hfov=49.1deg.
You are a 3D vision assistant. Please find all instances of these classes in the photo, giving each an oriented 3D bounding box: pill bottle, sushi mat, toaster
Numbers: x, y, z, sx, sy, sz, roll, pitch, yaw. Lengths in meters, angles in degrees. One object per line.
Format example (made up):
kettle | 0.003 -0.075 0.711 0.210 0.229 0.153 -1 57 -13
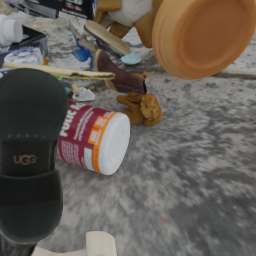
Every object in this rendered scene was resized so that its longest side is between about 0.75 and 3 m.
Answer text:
pill bottle | -1.403 0.085 6.876 2.611 1.491 1.491 15 43 16
sushi mat | -1.452 -1.157 5.659 2.295 0.139 1.098 15 15 37
toaster | -2.268 -3.578 6.845 0.974 1.642 1.485 1 20 -43
pill bottle | -3.975 -2.848 8.158 1.585 0.866 0.866 3 41 3
toaster | -4.245 -3.184 10.967 1.575 1.034 1.742 27 48 27

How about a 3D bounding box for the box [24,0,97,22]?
box | -1.480 -2.772 5.307 1.753 1.393 0.403 17 83 -3

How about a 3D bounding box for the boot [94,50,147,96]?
boot | -0.132 -1.243 6.398 1.062 1.276 0.462 15 66 22

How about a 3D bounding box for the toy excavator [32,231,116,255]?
toy excavator | -1.780 2.206 4.742 2.405 2.473 1.235 -40 36 22

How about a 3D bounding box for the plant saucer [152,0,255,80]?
plant saucer | 1.833 -2.168 6.294 2.626 2.626 0.492 -12 44 -13

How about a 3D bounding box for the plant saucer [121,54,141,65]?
plant saucer | 0.115 -2.674 11.056 0.774 0.149 0.774 1 41 0

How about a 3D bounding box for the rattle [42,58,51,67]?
rattle | -3.266 -2.525 10.622 0.492 0.540 0.756 -29 52 -6

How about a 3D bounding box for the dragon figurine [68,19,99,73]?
dragon figurine | -1.179 -2.104 7.539 1.645 0.818 0.484 42 55 3

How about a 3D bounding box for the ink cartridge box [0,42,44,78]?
ink cartridge box | -3.327 -1.736 7.522 1.984 0.430 1.965 -13 34 -6

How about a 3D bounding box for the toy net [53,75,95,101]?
toy net | -2.027 -1.266 9.274 1.944 0.375 1.020 19 44 20

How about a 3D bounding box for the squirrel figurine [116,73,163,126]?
squirrel figurine | 0.391 -0.810 7.951 1.522 1.420 1.077 32 50 31

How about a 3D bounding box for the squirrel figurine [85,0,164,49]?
squirrel figurine | -0.166 -3.815 7.831 1.991 2.814 2.626 18 7 -27

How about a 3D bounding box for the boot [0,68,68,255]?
boot | -1.334 0.622 3.363 0.777 1.953 2.244 9 54 -23

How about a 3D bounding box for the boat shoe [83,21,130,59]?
boat shoe | -0.561 -2.122 6.963 1.423 0.461 0.512 19 43 -44
